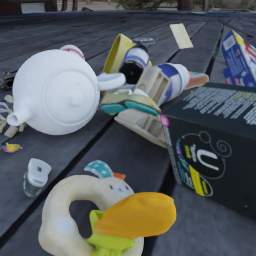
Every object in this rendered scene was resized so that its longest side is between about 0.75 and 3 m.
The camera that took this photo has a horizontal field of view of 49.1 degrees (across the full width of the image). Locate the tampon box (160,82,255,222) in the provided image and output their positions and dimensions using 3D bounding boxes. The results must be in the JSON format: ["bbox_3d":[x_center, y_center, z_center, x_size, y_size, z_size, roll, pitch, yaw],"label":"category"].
[{"bbox_3d":[2.119,0.385,5.104,1.545,1.834,2.448,-35,33,-28],"label":"tampon box"}]

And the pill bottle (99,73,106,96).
[{"bbox_3d":[-0.597,-1.284,9.441,0.608,1.113,0.608,-26,36,21],"label":"pill bottle"}]

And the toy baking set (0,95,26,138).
[{"bbox_3d":[-3.422,-0.386,8.128,1.095,0.166,1.427,1,64,9],"label":"toy baking set"}]

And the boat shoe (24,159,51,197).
[{"bbox_3d":[-1.958,1.013,5.896,0.488,0.440,1.381,29,2,-14],"label":"boat shoe"}]

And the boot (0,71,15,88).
[{"bbox_3d":[-5.557,-1.963,11.310,1.979,0.787,2.273,18,30,32],"label":"boot"}]

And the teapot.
[{"bbox_3d":[-1.639,-0.880,7.387,2.465,2.498,1.824,29,-7,-38],"label":"teapot"}]

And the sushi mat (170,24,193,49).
[{"bbox_3d":[1.829,-3.161,9.626,0.501,0.063,1.047,-13,71,-14],"label":"sushi mat"}]

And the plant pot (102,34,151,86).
[{"bbox_3d":[-0.012,-2.375,11.087,1.536,2.164,2.164,19,24,-16],"label":"plant pot"}]

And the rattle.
[{"bbox_3d":[-0.148,0.861,4.554,1.754,1.925,2.694,23,25,7],"label":"rattle"}]

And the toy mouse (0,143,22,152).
[{"bbox_3d":[-3.036,0.506,6.871,0.807,0.176,0.908,-4,-9,13],"label":"toy mouse"}]

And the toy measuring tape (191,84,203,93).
[{"bbox_3d":[3.112,-1.157,9.507,2.141,0.788,0.788,0,26,20],"label":"toy measuring tape"}]

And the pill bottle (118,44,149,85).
[{"bbox_3d":[0.223,-2.013,8.665,0.799,0.799,1.429,5,41,10],"label":"pill bottle"}]

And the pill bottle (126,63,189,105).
[{"bbox_3d":[1.144,-1.561,9.953,1.332,1.332,2.399,22,34,35],"label":"pill bottle"}]

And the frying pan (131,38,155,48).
[{"bbox_3d":[0.326,-2.747,8.968,0.776,0.209,1.283,16,27,38],"label":"frying pan"}]

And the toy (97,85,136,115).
[{"bbox_3d":[-0.275,-0.763,8.451,0.986,0.404,1.712,-2,-15,-19],"label":"toy"}]

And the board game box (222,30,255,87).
[{"bbox_3d":[3.935,-1.353,8.406,2.510,0.775,2.511,25,45,-28],"label":"board game box"}]

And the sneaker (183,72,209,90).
[{"bbox_3d":[2.419,-1.979,11.611,1.750,0.625,0.699,-6,22,-20],"label":"sneaker"}]

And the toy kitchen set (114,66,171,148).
[{"bbox_3d":[0.731,-0.635,6.942,2.019,1.822,1.648,24,-4,44],"label":"toy kitchen set"}]

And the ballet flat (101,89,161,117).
[{"bbox_3d":[0.071,-0.690,7.156,1.929,0.682,0.682,6,24,43],"label":"ballet flat"}]

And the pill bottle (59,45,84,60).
[{"bbox_3d":[-2.653,-2.970,12.656,1.316,1.316,2.305,-4,28,-8],"label":"pill bottle"}]
